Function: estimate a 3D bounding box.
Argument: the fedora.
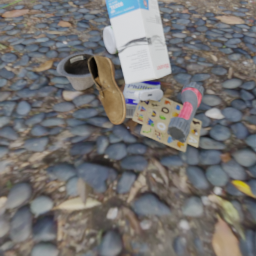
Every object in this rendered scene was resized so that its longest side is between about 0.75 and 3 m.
[{"bbox_3d":[-2.060,-2.396,12.375,1.973,1.007,2.231,1,42,0],"label":"fedora"}]

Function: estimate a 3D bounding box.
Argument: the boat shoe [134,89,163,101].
[{"bbox_3d":[0.733,-1.217,10.135,1.244,0.441,0.434,-12,28,-41],"label":"boat shoe"}]

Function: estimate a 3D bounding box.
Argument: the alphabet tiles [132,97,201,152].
[{"bbox_3d":[1.440,-0.246,10.029,2.476,0.078,2.060,23,50,-3],"label":"alphabet tiles"}]

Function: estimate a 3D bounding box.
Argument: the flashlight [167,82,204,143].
[{"bbox_3d":[1.763,-0.559,8.696,0.744,0.747,2.197,14,45,22],"label":"flashlight"}]

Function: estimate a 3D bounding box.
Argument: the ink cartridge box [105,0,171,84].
[{"bbox_3d":[0.483,-3.230,10.197,1.228,2.934,2.129,-9,12,25],"label":"ink cartridge box"}]

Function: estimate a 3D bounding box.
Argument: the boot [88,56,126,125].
[{"bbox_3d":[-0.846,-1.375,10.181,0.978,1.003,2.657,-22,79,27],"label":"boot"}]

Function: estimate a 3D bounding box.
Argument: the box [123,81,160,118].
[{"bbox_3d":[0.490,-1.137,11.166,1.405,0.801,1.528,7,48,7],"label":"box"}]

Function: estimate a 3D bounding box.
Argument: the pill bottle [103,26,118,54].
[{"bbox_3d":[0.053,-4.792,14.619,2.421,1.344,1.344,-20,47,-20],"label":"pill bottle"}]
